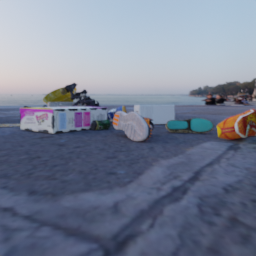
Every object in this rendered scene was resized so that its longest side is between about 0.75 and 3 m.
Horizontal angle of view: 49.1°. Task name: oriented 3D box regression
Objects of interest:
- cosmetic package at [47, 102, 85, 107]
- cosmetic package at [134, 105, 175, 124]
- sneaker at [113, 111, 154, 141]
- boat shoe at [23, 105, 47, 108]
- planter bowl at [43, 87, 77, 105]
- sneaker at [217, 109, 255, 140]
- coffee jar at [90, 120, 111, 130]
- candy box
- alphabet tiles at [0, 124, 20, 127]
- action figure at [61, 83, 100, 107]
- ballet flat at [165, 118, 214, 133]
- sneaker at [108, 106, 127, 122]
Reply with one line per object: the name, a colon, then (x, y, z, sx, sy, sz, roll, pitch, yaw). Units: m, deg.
cosmetic package: (-3.387, -0.905, 15.459, 1.986, 1.061, 0.895, -4, 6, -21)
cosmetic package: (1.260, -0.641, 13.426, 1.877, 0.954, 0.695, -1, 4, -22)
sneaker: (0.439, -0.077, 8.861, 1.183, 0.819, 2.112, 9, 12, -28)
boat shoe: (-4.939, -0.951, 16.590, 2.484, 0.853, 1.045, -2, 10, -26)
planter bowl: (-4.254, -1.764, 18.059, 2.239, 0.932, 2.239, -11, 32, 7)
sneaker: (3.617, -0.118, 9.071, 0.954, 0.903, 2.474, -9, -4, 41)
coffee jar: (-1.101, -0.119, 11.086, 0.758, 0.395, 0.323, -4, 50, -33)
candy box: (-2.522, -0.410, 11.399, 2.031, 0.909, 2.979, 5, 8, 35)
alphabet tiles: (-5.389, -0.109, 12.600, 1.349, 0.051, 1.128, -1, 5, -11)
action figure: (-2.292, -1.037, 14.270, 1.771, 1.521, 2.981, 37, 7, -48)
ballet flat: (2.216, -0.044, 10.158, 1.679, 0.569, 0.632, 0, -16, 13)
sneaker: (-0.549, -0.598, 14.388, 1.043, 0.891, 2.366, -12, 0, -3)
